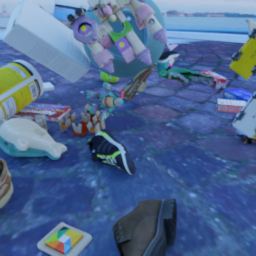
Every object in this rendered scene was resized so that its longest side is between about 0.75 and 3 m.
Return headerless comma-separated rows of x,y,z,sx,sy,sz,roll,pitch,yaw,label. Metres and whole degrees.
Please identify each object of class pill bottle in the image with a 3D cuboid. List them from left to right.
-4.616,-1.134,10.061,1.628,1.628,2.896,15,43,29,pill bottle

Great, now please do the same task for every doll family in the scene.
3.895,0.306,8.824,1.074,0.421,0.621,-2,28,8,doll family

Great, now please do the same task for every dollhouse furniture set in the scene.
-1.454,-0.169,9.732,1.418,0.730,1.403,8,37,18,dollhouse furniture set

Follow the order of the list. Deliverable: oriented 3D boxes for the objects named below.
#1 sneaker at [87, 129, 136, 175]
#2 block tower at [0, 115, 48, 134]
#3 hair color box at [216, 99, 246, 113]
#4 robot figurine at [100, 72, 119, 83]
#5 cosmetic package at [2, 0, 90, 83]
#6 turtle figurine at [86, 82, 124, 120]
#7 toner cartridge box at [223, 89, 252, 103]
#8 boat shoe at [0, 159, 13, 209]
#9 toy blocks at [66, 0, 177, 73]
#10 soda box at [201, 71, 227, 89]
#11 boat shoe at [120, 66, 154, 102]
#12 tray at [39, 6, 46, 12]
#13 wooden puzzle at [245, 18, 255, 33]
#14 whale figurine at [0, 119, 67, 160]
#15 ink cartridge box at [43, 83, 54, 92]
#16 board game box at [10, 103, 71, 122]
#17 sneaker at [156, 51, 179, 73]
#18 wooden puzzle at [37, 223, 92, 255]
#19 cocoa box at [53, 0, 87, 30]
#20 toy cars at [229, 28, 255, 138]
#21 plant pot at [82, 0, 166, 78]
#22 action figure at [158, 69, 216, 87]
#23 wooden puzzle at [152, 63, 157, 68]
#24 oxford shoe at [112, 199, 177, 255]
-0.533,0.775,7.657,0.879,0.761,2.122,-32,32,-12,sneaker
-3.774,0.058,9.068,2.194,0.634,0.593,-10,26,-19,block tower
4.212,-0.880,11.437,1.118,0.357,0.620,8,26,13,hair color box
-0.986,-2.822,15.341,1.116,0.646,0.979,14,25,30,robot figurine
-2.623,-2.880,9.522,2.775,1.027,1.411,29,46,-37,cosmetic package
-0.522,-0.623,6.795,0.590,0.877,1.171,4,0,-44,turtle figurine
5.078,-1.265,12.226,0.865,0.393,1.821,-9,26,-16,toner cartridge box
-3.077,1.466,5.324,1.011,0.987,2.673,10,23,-3,boat shoe
-0.062,-2.025,6.295,1.842,1.659,1.971,-36,6,3,toy blocks
4.504,-2.567,14.900,0.607,0.550,1.733,-6,26,-13,soda box
0.285,-1.149,7.430,0.431,1.167,0.441,49,33,2,boat shoe
-3.488,-4.652,11.694,0.151,0.817,0.403,-13,41,55,tray
3.778,-2.039,7.389,1.516,1.637,0.379,14,-25,-30,wooden puzzle
-2.766,0.491,8.019,1.887,0.979,1.502,25,19,-1,whale figurine
-4.333,-2.037,14.155,0.987,0.214,0.969,-14,28,-23,ink cartridge box
-3.636,-0.655,11.096,2.411,0.234,1.241,5,26,12,board game box
1.527,-2.436,10.868,0.588,0.849,1.407,22,38,29,sneaker
-1.169,2.086,5.179,0.761,0.142,0.704,14,28,28,wooden puzzle
-2.170,-4.215,10.584,1.162,0.762,0.775,8,-9,-5,cocoa box
2.944,-1.072,6.595,1.149,2.562,0.567,-5,7,5,toy cars
-0.137,-2.899,8.809,2.907,2.907,1.958,0,19,-1,plant pot
1.809,-1.604,8.887,1.709,0.467,1.010,8,-1,-1,action figure
0.799,-2.936,12.589,0.832,0.168,0.900,34,-20,-28,wooden puzzle
0.154,2.008,4.611,1.041,0.896,2.467,1,14,17,oxford shoe
